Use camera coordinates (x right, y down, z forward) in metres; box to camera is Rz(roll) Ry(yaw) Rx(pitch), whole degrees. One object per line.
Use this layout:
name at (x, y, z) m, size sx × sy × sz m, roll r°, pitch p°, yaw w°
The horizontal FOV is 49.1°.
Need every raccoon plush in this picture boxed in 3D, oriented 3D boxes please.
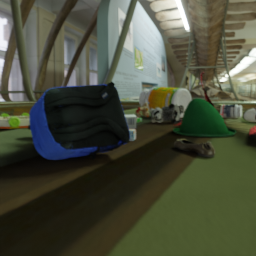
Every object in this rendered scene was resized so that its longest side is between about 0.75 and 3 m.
raccoon plush at (1.819, -0.608, 13.109) m, size 1.227 × 0.886 × 1.832 m, roll -4°, pitch -4°, yaw 31°

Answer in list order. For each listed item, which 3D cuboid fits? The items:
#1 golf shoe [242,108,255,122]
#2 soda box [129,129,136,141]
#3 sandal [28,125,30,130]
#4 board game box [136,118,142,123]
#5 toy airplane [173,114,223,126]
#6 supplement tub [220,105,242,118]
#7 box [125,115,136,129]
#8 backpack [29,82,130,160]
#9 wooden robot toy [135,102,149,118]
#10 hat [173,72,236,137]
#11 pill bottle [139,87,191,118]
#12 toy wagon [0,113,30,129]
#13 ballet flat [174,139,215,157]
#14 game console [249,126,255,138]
golf shoe at (6.153, -0.536, 12.742) m, size 1.767 × 0.682 × 0.778 m, roll 2°, pitch 15°, yaw 22°
soda box at (-0.268, 0.194, 8.205) m, size 0.954 × 0.303 × 0.326 m, roll 1°, pitch 8°, yaw 16°
sandal at (-2.359, 0.180, 8.386) m, size 1.622 × 0.347 × 0.617 m, roll 15°, pitch 12°, yaw 23°
board game box at (0.103, -0.382, 13.318) m, size 0.893 × 0.180 × 0.683 m, roll 5°, pitch 8°, yaw 33°
toy airplane at (2.875, -0.339, 11.478) m, size 2.202 × 0.405 × 2.202 m, roll -4°, pitch 1°, yaw 0°
supplement tub at (5.603, -0.902, 15.256) m, size 1.037 × 0.728 × 0.728 m, roll 3°, pitch 8°, yaw 28°
box at (-0.137, -0.249, 11.024) m, size 0.844 × 0.481 × 0.917 m, roll -1°, pitch 8°, yaw -4°
backpack at (-1.077, -0.010, 5.706) m, size 1.768 × 1.437 × 1.484 m, roll -8°, pitch -17°, yaw -44°
wooden robot toy at (0.800, -0.792, 14.885) m, size 0.624 × 0.643 × 1.417 m, roll -25°, pitch -13°, yaw -33°
hat at (2.521, -0.918, 9.589) m, size 2.032 × 2.160 × 2.453 m, roll -3°, pitch 8°, yaw -23°
pill bottle at (2.023, -1.543, 16.097) m, size 1.591 × 1.591 × 2.865 m, roll -6°, pitch 14°, yaw -42°
toy wagon at (-4.176, -0.313, 11.589) m, size 2.456 × 0.486 × 1.905 m, roll -4°, pitch 8°, yaw -34°
ballet flat at (1.524, 0.400, 6.506) m, size 0.456 × 0.314 × 1.354 m, roll -3°, pitch 8°, yaw -21°
game console at (4.910, 0.177, 8.060) m, size 2.199 × 1.514 × 2.551 m, roll 37°, pitch 17°, yaw 17°
